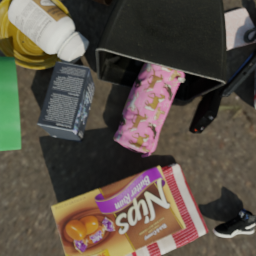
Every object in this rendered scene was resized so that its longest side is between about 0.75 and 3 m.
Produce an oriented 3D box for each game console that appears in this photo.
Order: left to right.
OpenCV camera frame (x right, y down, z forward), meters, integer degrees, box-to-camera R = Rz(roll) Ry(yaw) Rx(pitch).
[{"bbox_3d":[2.534,-1.073,7.230,0.338,2.806,1.655,33,44,0],"label":"game console"}]

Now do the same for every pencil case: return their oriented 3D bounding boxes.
[{"bbox_3d":[0.613,-0.630,8.144,1.188,1.241,2.869,25,86,-34],"label":"pencil case"}]

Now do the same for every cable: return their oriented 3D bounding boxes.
[{"bbox_3d":[4.402,-3.472,9.368,0.845,0.438,1.739,32,89,-27],"label":"cable"}]

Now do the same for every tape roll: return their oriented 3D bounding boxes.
[{"bbox_3d":[-3.309,-0.641,7.613,0.602,2.507,2.507,-3,75,-22],"label":"tape roll"}]

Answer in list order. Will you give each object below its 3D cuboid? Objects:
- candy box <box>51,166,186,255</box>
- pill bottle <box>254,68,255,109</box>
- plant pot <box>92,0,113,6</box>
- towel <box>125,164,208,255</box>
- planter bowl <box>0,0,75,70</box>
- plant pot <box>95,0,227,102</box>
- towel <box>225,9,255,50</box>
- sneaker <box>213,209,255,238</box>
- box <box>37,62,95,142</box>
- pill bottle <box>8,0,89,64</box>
[{"bbox_3d":[-0.234,2.233,6.938,2.871,0.811,1.675,-18,74,-14],"label":"candy box"},{"bbox_3d":[4.603,-1.714,8.431,1.455,1.455,2.433,10,70,2],"label":"pill bottle"},{"bbox_3d":[-1.164,-4.721,9.246,1.203,1.124,1.124,14,76,13],"label":"plant pot"},{"bbox_3d":[0.503,2.371,7.638,2.988,0.340,2.152,-16,73,-16],"label":"towel"},{"bbox_3d":[-2.920,-2.957,8.876,2.364,0.985,2.364,0,91,-15],"label":"planter bowl"},{"bbox_3d":[0.899,-2.480,7.536,2.954,2.961,2.627,14,85,-5],"label":"plant pot"},{"bbox_3d":[3.662,-3.348,9.530,1.260,0.213,1.320,-18,76,-4],"label":"towel"},{"bbox_3d":[2.936,2.551,7.676,1.257,0.459,0.703,0,109,-18],"label":"sneaker"},{"bbox_3d":[-1.728,-0.703,8.215,1.023,1.418,1.910,11,76,3],"label":"box"},{"bbox_3d":[-2.258,-2.881,8.179,2.141,1.224,1.224,41,79,-4],"label":"pill bottle"}]
